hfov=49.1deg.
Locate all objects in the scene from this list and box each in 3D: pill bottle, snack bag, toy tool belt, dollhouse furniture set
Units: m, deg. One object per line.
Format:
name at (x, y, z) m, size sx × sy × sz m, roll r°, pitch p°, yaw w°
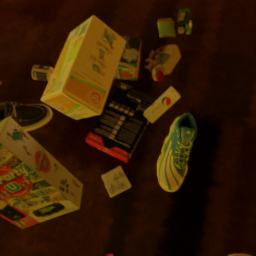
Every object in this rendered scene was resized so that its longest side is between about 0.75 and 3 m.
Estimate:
pill bottle at (-3.438, -2.256, 11.721) m, size 1.027 × 0.614 × 0.614 m, roll 9°, pitch 67°, yaw 4°
snack bag at (-0.463, 1.954, 10.227) m, size 0.855 × 0.097 × 0.907 m, roll -26°, pitch 70°, yaw -11°
toy tool belt at (1.297, -2.724, 11.789) m, size 1.158 × 1.177 × 1.885 m, roll 19°, pitch 63°, yaw 39°
dollhouse furniture set at (2.094, -4.742, 12.703) m, size 1.455 × 0.730 × 0.953 m, roll -6°, pitch 67°, yaw -3°

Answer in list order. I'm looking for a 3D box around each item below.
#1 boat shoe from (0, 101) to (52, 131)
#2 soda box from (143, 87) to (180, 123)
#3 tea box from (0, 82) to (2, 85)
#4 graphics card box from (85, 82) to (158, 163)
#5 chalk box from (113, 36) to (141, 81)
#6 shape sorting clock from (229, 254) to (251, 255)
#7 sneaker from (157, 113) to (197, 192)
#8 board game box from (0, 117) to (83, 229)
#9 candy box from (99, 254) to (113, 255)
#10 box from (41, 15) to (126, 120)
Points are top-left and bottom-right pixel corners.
boat shoe at (-4.477, -0.476, 10.730) m, size 2.951 × 1.047 × 1.064 m, roll -7°, pitch 67°, yaw -3°
soda box at (0.847, -0.578, 7.065) m, size 0.335 × 0.314 × 0.985 m, roll 44°, pitch 107°, yaw -6°
tea box at (-6.676, -1.659, 10.415) m, size 2.529 × 1.717 × 2.570 m, roll 25°, pitch 67°, yaw 37°
graphics card box at (-0.181, -0.258, 10.822) m, size 1.758 × 0.713 × 2.802 m, roll 24°, pitch 70°, yaw 11°
chalk box at (-0.590, -2.922, 11.633) m, size 2.127 × 1.318 × 1.328 m, roll 7°, pitch 69°, yaw 4°
shape sorting clock at (3.650, 5.365, 8.543) m, size 2.775 × 0.544 × 2.775 m, roll 0°, pitch 67°, yaw 0°
sneaker at (1.734, 0.732, 9.955) m, size 1.110 × 1.540 × 2.931 m, roll 12°, pitch 67°, yaw 5°
board game box at (-2.936, 1.345, 7.316) m, size 2.168 × 2.938 × 0.944 m, roll -24°, pitch 36°, yaw 18°
candy box at (-0.588, 4.153, 6.692) m, size 2.291 × 1.563 × 0.699 m, roll 39°, pitch 110°, yaw 50°
box at (-1.147, -1.503, 7.355) m, size 1.158 × 1.286 × 2.286 m, roll 31°, pitch 65°, yaw -33°
